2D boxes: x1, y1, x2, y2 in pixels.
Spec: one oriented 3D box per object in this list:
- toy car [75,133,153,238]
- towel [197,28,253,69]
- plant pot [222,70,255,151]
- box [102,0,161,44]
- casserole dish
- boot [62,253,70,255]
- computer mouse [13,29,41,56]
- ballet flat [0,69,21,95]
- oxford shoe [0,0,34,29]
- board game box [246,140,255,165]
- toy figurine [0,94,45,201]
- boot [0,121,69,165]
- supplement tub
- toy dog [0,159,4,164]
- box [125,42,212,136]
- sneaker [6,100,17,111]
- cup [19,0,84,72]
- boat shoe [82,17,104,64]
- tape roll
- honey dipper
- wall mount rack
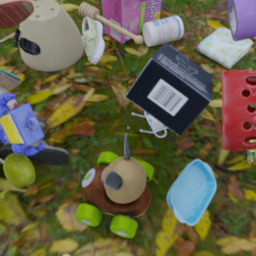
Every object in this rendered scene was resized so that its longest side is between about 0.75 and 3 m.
[{"bbox_3d":[-0.347,1.380,7.569,2.092,2.651,2.178,15,57,10],"label":"toy car"},{"bbox_3d":[4.267,-3.578,12.307,1.696,0.477,1.981,38,64,24],"label":"towel"},{"bbox_3d":[3.425,-0.476,7.277,1.941,2.132,2.132,-3,54,19],"label":"plant pot"},{"bbox_3d":[0.207,-5.490,12.510,1.256,2.286,2.599,39,63,24],"label":"box"},{"bbox_3d":[1.298,1.319,5.811,0.887,0.284,1.464,52,55,-10],"label":"casserole dish"},{"bbox_3d":[-1.549,3.995,7.122,0.976,0.455,1.263,22,57,14],"label":"boot"},{"bbox_3d":[-2.852,-2.311,7.850,0.228,0.865,0.599,-15,66,32],"label":"computer mouse"},{"bbox_3d":[-3.868,-1.347,7.683,0.967,2.840,0.955,23,86,4],"label":"ballet flat"},{"bbox_3d":[-3.515,-3.001,7.073,2.329,0.824,0.860,-12,70,6],"label":"oxford shoe"},{"bbox_3d":[4.416,0.644,9.605,0.716,0.160,1.367,5,56,6],"label":"board game box"},{"bbox_3d":[-2.668,0.291,6.395,1.754,2.928,1.545,-10,17,31],"label":"toy figurine"},{"bbox_3d":[-3.008,0.360,9.472,2.320,0.786,1.516,7,50,3],"label":"boot"},{"bbox_3d":[1.550,-4.293,12.453,1.577,1.041,1.041,-17,57,-12],"label":"supplement tub"},{"bbox_3d":[-4.565,0.707,8.670,1.972,1.440,2.990,-37,60,-5],"label":"toy dog"},{"bbox_3d":[1.272,-1.223,8.026,1.826,1.317,2.460,36,31,-1],"label":"box"},{"bbox_3d":[-5.038,-1.085,10.402,1.771,0.781,0.720,12,56,8],"label":"sneaker"},{"bbox_3d":[-3.346,-4.046,11.711,2.786,1.992,2.786,0,56,0],"label":"cup"},{"bbox_3d":[-0.835,-1.954,6.239,0.427,0.496,1.378,21,43,-30],"label":"boat shoe"},{"bbox_3d":[3.117,-3.030,7.657,0.524,1.233,1.233,-9,55,12],"label":"tape roll"},{"bbox_3d":[-0.593,-3.716,10.031,2.673,0.508,0.508,32,61,14],"label":"honey dipper"},{"bbox_3d":[0.806,-0.244,9.999,1.171,0.502,1.347,-18,57,-12],"label":"wall mount rack"}]
